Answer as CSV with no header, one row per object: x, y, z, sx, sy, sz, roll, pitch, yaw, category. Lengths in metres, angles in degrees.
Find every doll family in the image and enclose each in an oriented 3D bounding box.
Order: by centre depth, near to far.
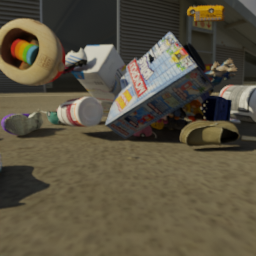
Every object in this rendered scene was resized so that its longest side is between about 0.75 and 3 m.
1.614,-0.578,8.584,1.774,0.799,1.101,11,-21,12,doll family

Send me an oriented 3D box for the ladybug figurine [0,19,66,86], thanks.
-2.932,-2.253,8.639,2.811,1.908,1.011,31,8,24,ladybug figurine

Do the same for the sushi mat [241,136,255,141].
4.010,0.343,8.335,1.206,0.073,0.577,4,11,21,sushi mat

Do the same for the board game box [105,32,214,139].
0.555,-1.242,8.292,0.921,2.984,2.986,37,23,-34,board game box

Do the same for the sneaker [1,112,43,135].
-3.818,-0.115,9.549,1.010,0.706,2.030,-5,4,12,sneaker

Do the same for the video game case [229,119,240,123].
4.374,-0.305,12.287,0.953,0.086,0.683,3,9,15,video game case

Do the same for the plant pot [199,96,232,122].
3.537,-0.705,11.516,1.074,1.194,1.194,1,7,-31,plant pot

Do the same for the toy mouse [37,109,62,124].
-2.639,-0.499,12.018,2.513,0.547,2.828,0,9,0,toy mouse

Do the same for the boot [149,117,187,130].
1.374,-0.224,10.545,1.672,0.665,1.921,8,12,6,boot

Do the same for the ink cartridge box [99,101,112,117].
-0.673,-1.247,12.560,1.171,1.151,1.591,7,-19,-3,ink cartridge box

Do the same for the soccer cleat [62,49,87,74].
-2.097,-2.371,10.016,1.444,0.623,0.504,-15,-11,18,soccer cleat

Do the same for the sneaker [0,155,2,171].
-2.817,0.530,4.563,0.865,0.913,2.260,-1,8,4,sneaker

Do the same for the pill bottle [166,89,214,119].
2.193,-1.120,10.974,2.109,1.179,1.179,-44,8,5,pill bottle

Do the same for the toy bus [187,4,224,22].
2.369,-3.498,8.560,1.053,0.412,0.343,8,44,26,toy bus

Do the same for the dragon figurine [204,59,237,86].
3.371,-2.033,10.704,2.185,0.643,1.086,-22,-13,-16,dragon figurine

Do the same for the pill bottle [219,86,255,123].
5.400,-1.041,12.204,1.569,1.569,2.708,-5,11,-28,pill bottle

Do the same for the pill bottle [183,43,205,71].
1.337,-1.796,9.980,2.595,1.451,1.451,-33,-8,28,pill bottle

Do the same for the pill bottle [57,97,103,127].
-1.557,-0.477,8.796,0.907,0.907,1.588,-7,5,-36,pill bottle

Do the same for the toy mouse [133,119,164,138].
0.362,-0.149,9.257,1.678,0.365,1.888,-5,27,-4,toy mouse

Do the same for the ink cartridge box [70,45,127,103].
-0.929,-2.031,10.763,1.360,1.337,1.848,10,-26,35,ink cartridge box

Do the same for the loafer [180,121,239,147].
2.096,0.149,7.054,1.614,0.614,0.544,-11,25,-13,loafer
